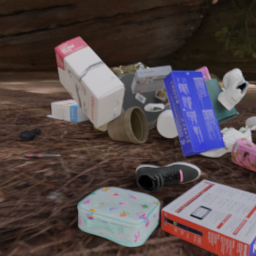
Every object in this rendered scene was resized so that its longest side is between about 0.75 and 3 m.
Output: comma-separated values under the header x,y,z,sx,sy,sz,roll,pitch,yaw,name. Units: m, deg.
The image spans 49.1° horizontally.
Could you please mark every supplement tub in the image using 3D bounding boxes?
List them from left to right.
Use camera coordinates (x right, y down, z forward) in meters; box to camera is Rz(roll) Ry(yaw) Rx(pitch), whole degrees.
x,y,z,sx,sy,sz,roll,pitch,yaw,name
1.645,-0.317,10.436,0.989,0.989,1.410,4,26,18,supplement tub

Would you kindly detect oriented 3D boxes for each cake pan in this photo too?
x,y,z,sx,sy,sz,roll,pitch,yaw,name
0.421,-1.260,12.595,2.852,2.852,0.523,-10,-17,-35,cake pan

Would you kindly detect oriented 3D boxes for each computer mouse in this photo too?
x,y,z,sx,sy,sz,roll,pitch,yaw,name
-3.974,0.288,11.524,0.527,0.306,1.799,11,7,1,computer mouse

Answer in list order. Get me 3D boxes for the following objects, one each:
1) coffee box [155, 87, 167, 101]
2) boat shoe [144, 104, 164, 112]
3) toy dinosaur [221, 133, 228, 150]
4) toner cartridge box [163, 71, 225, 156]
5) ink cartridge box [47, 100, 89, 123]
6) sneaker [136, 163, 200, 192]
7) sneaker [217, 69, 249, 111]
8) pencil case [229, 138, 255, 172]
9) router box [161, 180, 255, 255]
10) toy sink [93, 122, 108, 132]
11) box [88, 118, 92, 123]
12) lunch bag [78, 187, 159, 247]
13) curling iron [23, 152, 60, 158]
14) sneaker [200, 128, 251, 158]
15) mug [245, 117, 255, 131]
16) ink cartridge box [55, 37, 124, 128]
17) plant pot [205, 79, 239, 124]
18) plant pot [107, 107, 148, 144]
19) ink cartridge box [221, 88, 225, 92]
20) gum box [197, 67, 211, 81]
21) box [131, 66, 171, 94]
x,y,z,sx,sy,sz,roll,pitch,yaw,name
1.610,-1.671,12.333,0.487,0.862,0.344,25,38,-12,coffee box
0.927,-0.730,10.280,0.775,0.285,0.259,-9,26,26,boat shoe
2.746,0.277,8.331,0.243,1.024,0.451,-16,14,18,toy dinosaur
1.690,-0.411,7.289,1.028,2.163,0.467,-5,-17,-26,toner cartridge box
-3.165,-0.978,15.422,2.574,0.873,1.482,10,17,36,ink cartridge box
0.932,1.248,6.817,1.626,0.575,0.806,-3,14,12,sneaker
3.852,-1.461,9.889,0.915,0.783,2.102,-39,18,46,sneaker
3.699,0.900,7.561,0.892,0.854,2.063,-6,15,-19,pencil case
1.753,1.646,5.287,1.578,0.429,1.758,11,17,40,router box
-1.170,-0.405,12.738,0.830,1.482,0.966,-39,30,-21,toy sink
-0.931,-1.066,14.205,1.999,1.485,1.243,2,14,27,box
-0.203,1.613,5.203,1.405,0.542,1.127,6,17,25,lunch bag
-2.811,0.881,9.142,1.186,0.152,0.294,0,13,0,curling iron
3.165,0.448,9.421,2.235,0.896,0.786,-6,16,-19,sneaker
5.660,-0.140,12.612,0.856,0.632,0.750,-34,18,-23,mug
-1.394,-1.585,9.984,1.080,1.912,2.610,-31,68,-23,ink cartridge box
3.161,-0.926,10.785,1.595,1.562,1.595,-19,-11,-4,plant pot
-0.077,-0.023,10.803,1.227,1.414,1.414,-11,6,31,plant pot
4.159,-1.267,13.296,1.401,1.376,0.303,27,-6,37,ink cartridge box
3.172,-2.259,13.138,1.250,0.709,0.413,-21,-6,27,gum box
0.825,-1.752,10.396,1.239,0.327,1.589,-9,-13,-8,box
